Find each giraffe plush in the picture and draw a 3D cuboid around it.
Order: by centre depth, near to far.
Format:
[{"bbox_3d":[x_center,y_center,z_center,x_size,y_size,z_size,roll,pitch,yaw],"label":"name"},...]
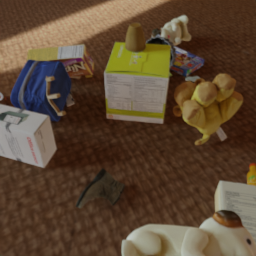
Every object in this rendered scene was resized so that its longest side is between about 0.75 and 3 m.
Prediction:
[{"bbox_3d":[2.737,-0.987,10.804,2.415,2.799,2.270,-29,44,-7],"label":"giraffe plush"}]

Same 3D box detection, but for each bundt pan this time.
[{"bbox_3d":[1.678,-3.728,14.128,1.845,1.845,0.692,32,43,28],"label":"bundt pan"}]

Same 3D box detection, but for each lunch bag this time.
[{"bbox_3d":[-3.677,-1.473,11.658,1.718,1.764,2.597,6,59,13],"label":"lunch bag"}]

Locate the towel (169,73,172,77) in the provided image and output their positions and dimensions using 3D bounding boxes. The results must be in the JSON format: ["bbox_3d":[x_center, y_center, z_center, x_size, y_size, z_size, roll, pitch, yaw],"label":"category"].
[{"bbox_3d":[1.261,-2.737,14.015,1.200,0.190,1.671,-36,53,-10],"label":"towel"}]

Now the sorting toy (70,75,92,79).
[{"bbox_3d":[-2.755,-2.957,14.336,1.950,0.330,0.940,5,46,5],"label":"sorting toy"}]

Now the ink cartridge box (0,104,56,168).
[{"bbox_3d":[-3.998,0.265,10.080,2.476,1.807,1.041,13,45,12],"label":"ink cartridge box"}]

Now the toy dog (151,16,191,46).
[{"bbox_3d":[2.267,-5.432,16.074,2.085,1.455,2.022,-35,42,-29],"label":"toy dog"}]

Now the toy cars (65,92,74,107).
[{"bbox_3d":[-3.068,-1.448,12.801,1.657,0.367,0.743,22,73,17],"label":"toy cars"}]

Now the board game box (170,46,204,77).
[{"bbox_3d":[2.638,-3.653,14.971,1.568,0.399,2.316,-35,55,-30],"label":"board game box"}]

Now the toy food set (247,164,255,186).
[{"bbox_3d":[5.213,1.435,8.919,1.256,2.631,1.184,38,43,-15],"label":"toy food set"}]

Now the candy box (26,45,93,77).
[{"bbox_3d":[-3.142,-3.083,13.236,2.711,1.581,0.765,-1,71,9],"label":"candy box"}]

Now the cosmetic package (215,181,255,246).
[{"bbox_3d":[3.262,2.901,8.060,1.348,0.911,2.562,8,46,8],"label":"cosmetic package"}]

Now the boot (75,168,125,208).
[{"bbox_3d":[-0.811,2.111,8.887,1.076,0.558,1.647,38,48,4],"label":"boot"}]

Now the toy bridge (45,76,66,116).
[{"bbox_3d":[-2.716,-1.149,10.185,0.502,1.492,0.203,-3,23,31],"label":"toy bridge"}]

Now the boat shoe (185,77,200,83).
[{"bbox_3d":[3.088,-2.239,13.198,0.322,0.257,0.852,-50,34,-12],"label":"boat shoe"}]

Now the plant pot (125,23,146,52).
[{"bbox_3d":[0.279,-3.661,11.198,0.869,0.932,0.869,-2,43,2],"label":"plant pot"}]

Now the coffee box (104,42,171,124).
[{"bbox_3d":[0.449,-1.932,11.818,2.442,2.414,2.438,6,45,6],"label":"coffee box"}]

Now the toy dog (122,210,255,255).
[{"bbox_3d":[1.323,2.723,5.724,2.583,1.803,2.505,-13,2,0],"label":"toy dog"}]

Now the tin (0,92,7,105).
[{"bbox_3d":[-6.418,-1.100,12.477,1.871,0.392,1.048,-18,52,-17],"label":"tin"}]
